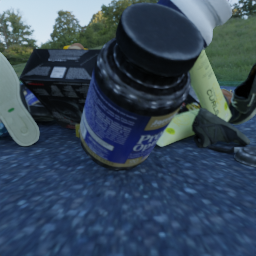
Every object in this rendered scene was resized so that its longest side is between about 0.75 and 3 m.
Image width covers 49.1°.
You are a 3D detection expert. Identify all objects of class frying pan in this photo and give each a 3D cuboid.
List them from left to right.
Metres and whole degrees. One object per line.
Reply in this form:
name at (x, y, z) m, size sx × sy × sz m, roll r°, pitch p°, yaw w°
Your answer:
frying pan at (-3.188, -0.578, 8.974) m, size 1.710 × 0.460 × 2.826 m, roll 0°, pitch -6°, yaw 10°
frying pan at (2.568, 0.514, 5.985) m, size 0.942 × 0.254 × 1.558 m, roll -4°, pitch 16°, yaw -19°

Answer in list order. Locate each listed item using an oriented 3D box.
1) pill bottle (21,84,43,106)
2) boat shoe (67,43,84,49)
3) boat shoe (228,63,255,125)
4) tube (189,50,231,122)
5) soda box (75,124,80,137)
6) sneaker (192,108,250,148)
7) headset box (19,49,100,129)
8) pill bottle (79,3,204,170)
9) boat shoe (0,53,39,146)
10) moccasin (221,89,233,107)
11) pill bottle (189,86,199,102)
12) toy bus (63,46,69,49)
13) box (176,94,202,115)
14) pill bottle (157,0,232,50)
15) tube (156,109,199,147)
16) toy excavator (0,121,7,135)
pill bottle at (-3.395, -1.017, 9.975) m, size 0.702 × 0.702 × 1.255 m, roll -12°, pitch 51°, yaw -45°
boat shoe at (-1.727, -1.641, 8.541) m, size 0.899 × 0.852 × 2.373 m, roll 23°, pitch -29°, yaw -15°
boat shoe at (3.165, -0.886, 7.530) m, size 0.856 × 0.909 × 2.532 m, roll 6°, pitch -26°, yaw -6°
tube at (2.019, -0.922, 7.025) m, size 0.687 × 2.368 × 0.615 m, roll -28°, pitch 27°, yaw 10°
soda box at (-1.044, 0.134, 7.399) m, size 0.328 × 0.347 × 1.026 m, roll -8°, pitch 13°, yaw -31°
sneaker at (2.166, 0.198, 6.781) m, size 1.483 × 0.850 × 0.567 m, roll 26°, pitch 14°, yaw -12°
headset box at (-1.244, -0.842, 7.653) m, size 2.015 × 1.045 × 2.707 m, roll 6°, pitch -26°, yaw 19°
pill bottle at (0.089, -0.507, 4.502) m, size 1.463 × 2.616 × 1.463 m, roll 9°, pitch 54°, yaw -13°
boat shoe at (-2.869, -0.674, 6.648) m, size 0.831 × 2.313 × 0.782 m, roll -25°, pitch 19°, yaw -19°
moccasin at (4.323, -1.249, 12.701) m, size 1.111 × 1.053 × 2.878 m, roll -7°, pitch 2°, yaw 6°
pill bottle at (2.784, -1.430, 11.511) m, size 0.746 × 1.288 × 0.746 m, roll 9°, pitch -9°, yaw 1°
toy bus at (-1.786, -2.528, 10.049) m, size 1.660 × 0.650 × 0.540 m, roll 16°, pitch 27°, yaw 20°
box at (1.142, -1.299, 9.775) m, size 2.830 × 0.651 × 2.250 m, roll 37°, pitch 0°, yaw -19°
pill bottle at (0.835, -1.818, 5.627) m, size 2.256 × 1.306 × 1.306 m, roll -42°, pitch 3°, yaw 14°
tube at (1.400, -0.036, 7.602) m, size 2.627 × 0.682 × 0.762 m, roll -14°, pitch -6°, yaw -40°
toy excavator at (-3.431, -0.081, 7.208) m, size 1.755 × 0.902 × 1.805 m, roll -16°, pitch 28°, yaw 50°
